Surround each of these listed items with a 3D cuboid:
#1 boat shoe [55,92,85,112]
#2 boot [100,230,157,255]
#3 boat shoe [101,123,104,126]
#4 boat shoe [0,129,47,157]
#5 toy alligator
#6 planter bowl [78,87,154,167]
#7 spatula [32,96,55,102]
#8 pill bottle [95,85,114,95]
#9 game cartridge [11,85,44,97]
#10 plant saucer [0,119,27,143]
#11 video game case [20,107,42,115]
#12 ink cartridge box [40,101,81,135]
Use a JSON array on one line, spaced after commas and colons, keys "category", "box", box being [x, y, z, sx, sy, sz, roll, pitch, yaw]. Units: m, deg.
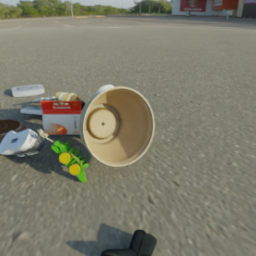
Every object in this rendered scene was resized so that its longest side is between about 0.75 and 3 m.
[{"category": "boat shoe", "box": [-2.248, -0.898, 10.768, 0.894, 0.842, 2.349, 22, -14, 4]}, {"category": "boot", "box": [0.038, 2.411, 5.598, 0.990, 0.378, 0.832, 13, 31, 10]}, {"category": "boat shoe", "box": [-0.954, -0.365, 11.079, 0.580, 0.673, 1.871, 10, 26, 3]}, {"category": "boat shoe", "box": [-3.321, 0.541, 8.814, 2.281, 0.773, 0.818, -12, 54, 43]}, {"category": "toy alligator", "box": [-1.668, 0.659, 7.745, 0.531, 1.957, 0.580, -39, 6, 3]}, {"category": "planter bowl", "box": [-0.524, -0.088, 8.118, 2.142, 2.142, 1.442, -14, 12, -27]}, {"category": "spatula", "box": [-3.609, -1.398, 13.018, 1.456, 0.168, 2.095, -8, 5, -26]}, {"category": "pill bottle", "box": [-0.421, -0.564, 9.960, 1.118, 1.118, 2.008, -14, 56, -27]}, {"category": "game cartridge", "box": [-5.358, -1.993, 14.976, 1.617, 0.331, 1.076, -11, 24, -21]}, {"category": "plant saucer", "box": [-4.796, 0.067, 10.617, 1.788, 0.308, 1.788, 0, 24, 0]}, {"category": "video game case", "box": [-3.770, -0.713, 11.905, 1.257, 0.144, 1.146, 5, 11, -5]}, {"category": "ink cartridge box", "box": [-2.234, -0.305, 9.552, 1.337, 1.648, 0.413, -1, 62, -9]}]
